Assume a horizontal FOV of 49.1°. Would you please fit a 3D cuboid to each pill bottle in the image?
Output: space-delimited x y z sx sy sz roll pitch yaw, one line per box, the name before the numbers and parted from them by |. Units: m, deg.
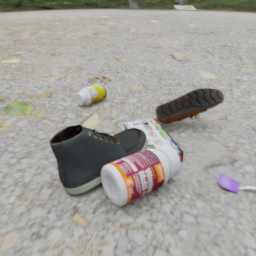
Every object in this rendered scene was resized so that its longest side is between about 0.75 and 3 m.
pill bottle | -1.602 -1.424 12.111 0.738 0.738 1.351 24 37 36
pill bottle | 0.359 1.145 7.143 1.914 1.048 1.048 -19 34 -30

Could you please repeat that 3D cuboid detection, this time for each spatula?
spatula | 3.243 1.589 7.227 1.807 0.186 0.511 11 32 19

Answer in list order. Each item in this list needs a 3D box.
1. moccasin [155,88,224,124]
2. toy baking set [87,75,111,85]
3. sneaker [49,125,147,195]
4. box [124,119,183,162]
moccasin | 2.226 -0.712 10.126 2.459 0.949 0.899 -25 66 7
toy baking set | -1.462 -2.474 14.655 1.104 0.167 1.438 -26 38 -34
sneaker | -0.621 0.389 7.572 1.102 1.566 2.948 15 37 43
box | 0.744 0.427 9.108 1.243 0.392 2.258 -8 30 -14
